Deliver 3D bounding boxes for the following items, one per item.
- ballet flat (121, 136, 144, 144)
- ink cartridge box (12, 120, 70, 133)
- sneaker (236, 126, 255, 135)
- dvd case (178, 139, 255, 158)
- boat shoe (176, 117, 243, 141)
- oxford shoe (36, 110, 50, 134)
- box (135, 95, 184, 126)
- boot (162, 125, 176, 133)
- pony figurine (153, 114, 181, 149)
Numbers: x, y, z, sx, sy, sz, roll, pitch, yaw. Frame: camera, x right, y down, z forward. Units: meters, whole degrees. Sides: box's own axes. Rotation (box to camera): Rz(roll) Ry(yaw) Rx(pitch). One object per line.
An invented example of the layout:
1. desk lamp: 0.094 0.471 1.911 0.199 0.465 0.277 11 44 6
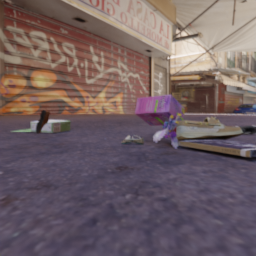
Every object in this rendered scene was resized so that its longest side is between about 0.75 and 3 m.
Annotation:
1. ballet flat: 0.152 0.402 9.565 0.785 0.295 0.266 0 5 9
2. ink cartridge box: -4.513 -0.092 14.549 2.470 0.592 1.797 3 5 17
3. sneaker: 5.306 0.121 12.808 1.227 0.408 0.555 -1 5 41
4. dvd case: 2.979 0.547 8.015 1.892 0.203 2.545 0 3 -31
5. boat shoe: 2.812 0.024 9.677 2.437 0.809 0.902 -2 -16 -16
6. oxford shoe: -3.423 -0.205 11.319 0.366 1.025 0.365 33 11 38
7. box: 1.132 -0.583 9.932 1.337 0.646 1.176 -3 -22 34
8. boot: 1.898 -0.272 13.127 1.130 0.567 1.567 27 10 -8
9. pony figurine: 1.304 0.103 8.777 0.814 0.978 0.944 23 36 6
